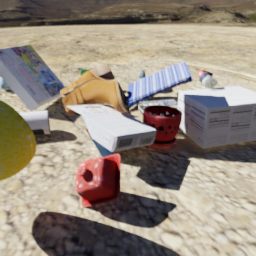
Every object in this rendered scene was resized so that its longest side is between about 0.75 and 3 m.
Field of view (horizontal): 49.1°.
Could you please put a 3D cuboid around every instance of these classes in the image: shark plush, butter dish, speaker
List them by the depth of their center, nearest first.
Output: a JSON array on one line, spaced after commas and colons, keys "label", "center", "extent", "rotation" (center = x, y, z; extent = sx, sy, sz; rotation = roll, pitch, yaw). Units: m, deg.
[{"label": "butter dish", "center": [-0.811, 1.107, 6.400], "extent": [1.148, 0.848, 1.145], "rotation": [-19, 54, 27]}, {"label": "speaker", "center": [-3.804, -0.094, 9.707], "extent": [2.075, 0.843, 0.843], "rotation": [-6, 26, -14]}, {"label": "shark plush", "center": [0.670, -1.747, 12.763], "extent": [1.148, 1.252, 2.755], "rotation": [16, 31, 29]}]

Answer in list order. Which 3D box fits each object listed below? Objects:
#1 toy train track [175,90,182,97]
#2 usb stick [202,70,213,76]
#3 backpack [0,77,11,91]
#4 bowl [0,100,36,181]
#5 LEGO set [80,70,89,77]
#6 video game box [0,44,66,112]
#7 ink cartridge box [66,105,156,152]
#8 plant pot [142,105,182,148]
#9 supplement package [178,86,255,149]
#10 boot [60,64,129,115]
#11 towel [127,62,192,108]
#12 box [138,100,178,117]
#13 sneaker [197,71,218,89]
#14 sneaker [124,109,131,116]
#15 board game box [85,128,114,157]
[{"label": "toy train track", "center": [2.741, -1.280, 12.707], "extent": [1.485, 0.421, 2.589], "rotation": [-22, 22, -4]}, {"label": "usb stick", "center": [3.171, -2.173, 11.311], "extent": [0.865, 0.240, 0.141], "rotation": [1, 47, -49]}, {"label": "backpack", "center": [-6.167, -2.391, 14.674], "extent": [0.946, 0.892, 1.160], "rotation": [35, 51, 18]}, {"label": "bowl", "center": [-2.980, 0.429, 5.422], "extent": [2.038, 2.038, 1.097], "rotation": [5, 38, 10]}, {"label": "LEGO set", "center": [-1.771, -2.277, 14.530], "extent": [1.804, 1.045, 1.387], "rotation": [-8, 56, -8]}, {"label": "video game box", "center": [-4.322, -2.306, 12.334], "extent": [0.659, 2.815, 2.564], "rotation": [-36, 7, 28]}, {"label": "ink cartridge box", "center": [-0.547, -0.085, 8.461], "extent": [2.247, 0.531, 1.798], "rotation": [29, 24, 36]}, {"label": "plant pot", "center": [1.091, -0.045, 9.198], "extent": [1.262, 1.149, 1.262], "rotation": [1, 23, -1]}, {"label": "supplement package", "center": [3.273, -0.459, 9.726], "extent": [2.548, 1.413, 1.984], "rotation": [-6, 24, -16]}, {"label": "boot", "center": [-1.225, -1.028, 9.527], "extent": [2.061, 1.018, 2.654], "rotation": [-29, 52, 0]}, {"label": "towel", "center": [0.939, -1.419, 9.003], "extent": [2.145, 0.256, 1.553], "rotation": [-21, 28, 14]}, {"label": "box", "center": [1.361, -0.778, 11.570], "extent": [1.643, 0.403, 1.324], "rotation": [-5, 22, -12]}, {"label": "sneaker", "center": [3.029, -1.863, 10.809], "extent": [0.589, 0.522, 1.394], "rotation": [52, 14, 23]}, {"label": "sneaker", "center": [-0.210, -0.716, 11.615], "extent": [0.787, 0.323, 0.306], "rotation": [12, 28, 25]}, {"label": "board game box", "center": [-0.670, 0.158, 8.884], "extent": [0.293, 1.111, 1.452], "rotation": [-21, 16, 27]}]
